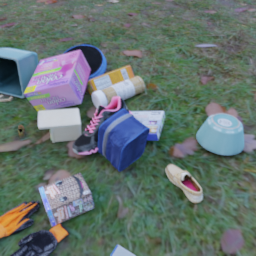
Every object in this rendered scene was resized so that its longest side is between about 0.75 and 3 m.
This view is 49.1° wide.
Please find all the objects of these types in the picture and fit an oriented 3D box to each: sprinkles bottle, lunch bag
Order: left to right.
[{"bbox_3d":[-0.423,-1.627,12.908,2.482,0.847,0.847,-25,48,-26],"label":"sprinkles bottle"},{"bbox_3d":[-0.253,0.428,9.779,1.377,2.027,1.341,-34,64,-31],"label":"lunch bag"}]

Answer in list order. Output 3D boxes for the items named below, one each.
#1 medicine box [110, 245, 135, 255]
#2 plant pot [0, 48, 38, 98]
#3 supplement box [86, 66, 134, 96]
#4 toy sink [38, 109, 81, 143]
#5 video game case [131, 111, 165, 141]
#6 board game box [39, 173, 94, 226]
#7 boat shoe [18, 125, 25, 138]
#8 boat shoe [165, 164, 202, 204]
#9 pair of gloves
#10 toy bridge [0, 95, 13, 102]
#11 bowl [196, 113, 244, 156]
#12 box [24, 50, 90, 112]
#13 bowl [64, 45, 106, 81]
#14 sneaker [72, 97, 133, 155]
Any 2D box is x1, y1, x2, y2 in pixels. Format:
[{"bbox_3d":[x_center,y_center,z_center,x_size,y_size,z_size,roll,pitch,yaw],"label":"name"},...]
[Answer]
[{"bbox_3d":[-0.359,3.812,5.932,1.002,1.947,1.773,28,49,15],"label":"medicine box"},{"bbox_3d":[-5.390,-2.883,13.622,1.951,1.956,1.992,14,36,15],"label":"plant pot"},{"bbox_3d":[-0.862,-2.297,13.577,2.296,0.790,0.764,-23,8,-25],"label":"supplement box"},{"bbox_3d":[-2.709,-0.070,11.146,1.600,0.897,1.043,-5,42,-13],"label":"toy sink"},{"bbox_3d":[0.549,-0.098,11.329,1.632,0.371,1.479,0,39,20],"label":"video game case"},{"bbox_3d":[-1.903,2.174,8.666,1.374,0.665,1.095,-19,35,-20],"label":"board game box"},{"bbox_3d":[-4.361,0.086,11.439,0.272,0.257,0.757,-16,44,-18],"label":"boat shoe"},{"bbox_3d":[1.888,1.722,9.363,0.618,0.580,1.677,-24,47,-25],"label":"boat shoe"},{"bbox_3d":[-2.963,3.068,8.118,2.027,0.251,1.806,32,48,29],"label":"pair of gloves"},{"bbox_3d":[-6.012,-1.400,13.182,1.111,0.151,0.373,11,44,11],"label":"toy bridge"},{"bbox_3d":[3.633,0.108,10.746,1.835,0.960,1.835,3,35,-2],"label":"bowl"},{"bbox_3d":[-3.080,-2.108,12.551,2.169,1.192,2.466,-9,47,17],"label":"box"},{"bbox_3d":[-2.382,-3.290,14.441,2.489,0.488,2.489,-2,61,3],"label":"bowl"},{"bbox_3d":[-1.077,-0.176,10.670,1.132,1.366,2.864,24,55,41],"label":"sneaker"}]
